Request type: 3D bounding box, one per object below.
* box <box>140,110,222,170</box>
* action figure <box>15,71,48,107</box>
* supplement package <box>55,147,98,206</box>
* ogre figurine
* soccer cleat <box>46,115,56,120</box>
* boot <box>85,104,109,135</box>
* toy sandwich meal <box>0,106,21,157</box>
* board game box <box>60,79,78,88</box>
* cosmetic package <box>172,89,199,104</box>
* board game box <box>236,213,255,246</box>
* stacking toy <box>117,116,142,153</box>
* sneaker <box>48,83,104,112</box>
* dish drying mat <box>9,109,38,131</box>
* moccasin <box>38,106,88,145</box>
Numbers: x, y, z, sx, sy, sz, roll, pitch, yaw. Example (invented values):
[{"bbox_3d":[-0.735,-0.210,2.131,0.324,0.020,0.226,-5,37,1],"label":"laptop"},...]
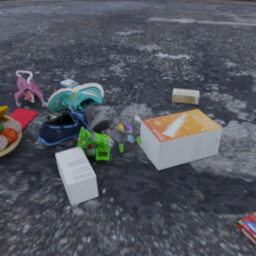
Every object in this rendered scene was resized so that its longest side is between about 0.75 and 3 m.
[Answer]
[{"bbox_3d":[1.777,0.346,9.736,2.350,1.145,1.462,-12,34,-19],"label":"box"},{"bbox_3d":[-4.449,-1.735,12.826,1.394,1.549,2.081,-4,18,-17],"label":"action figure"},{"bbox_3d":[-1.543,1.397,8.349,0.822,0.853,1.500,-16,36,-19],"label":"supplement package"},{"bbox_3d":[-1.106,0.600,9.107,1.092,1.822,0.894,14,44,-9],"label":"ogre figurine"},{"bbox_3d":[-3.057,-0.292,11.541,0.979,0.331,0.397,10,69,35],"label":"soccer cleat"},{"bbox_3d":[-1.225,-0.362,10.025,0.598,1.128,1.714,-13,-10,-25],"label":"boot"},{"bbox_3d":[-5.158,0.044,9.709,2.790,0.955,2.790,9,40,-7],"label":"toy sandwich meal"},{"bbox_3d":[-3.142,-2.349,14.942,0.795,0.145,0.601,25,41,35],"label":"board game box"},{"bbox_3d":[2.725,-1.494,13.316,1.225,0.435,0.644,8,33,12],"label":"cosmetic package"},{"bbox_3d":[3.958,2.923,6.522,1.307,0.247,2.540,-15,35,-24],"label":"board game box"},{"bbox_3d":[0.072,0.229,10.065,0.899,0.280,1.192,-26,53,30],"label":"stacking toy"},{"bbox_3d":[-2.296,-1.159,12.036,2.598,1.007,1.035,-14,64,15],"label":"sneaker"},{"bbox_3d":[-4.644,-0.081,11.279,0.958,0.227,2.493,10,32,7],"label":"dish drying mat"},{"bbox_3d":[-2.210,-0.182,10.596,1.059,0.897,2.632,23,30,17],"label":"moccasin"}]
